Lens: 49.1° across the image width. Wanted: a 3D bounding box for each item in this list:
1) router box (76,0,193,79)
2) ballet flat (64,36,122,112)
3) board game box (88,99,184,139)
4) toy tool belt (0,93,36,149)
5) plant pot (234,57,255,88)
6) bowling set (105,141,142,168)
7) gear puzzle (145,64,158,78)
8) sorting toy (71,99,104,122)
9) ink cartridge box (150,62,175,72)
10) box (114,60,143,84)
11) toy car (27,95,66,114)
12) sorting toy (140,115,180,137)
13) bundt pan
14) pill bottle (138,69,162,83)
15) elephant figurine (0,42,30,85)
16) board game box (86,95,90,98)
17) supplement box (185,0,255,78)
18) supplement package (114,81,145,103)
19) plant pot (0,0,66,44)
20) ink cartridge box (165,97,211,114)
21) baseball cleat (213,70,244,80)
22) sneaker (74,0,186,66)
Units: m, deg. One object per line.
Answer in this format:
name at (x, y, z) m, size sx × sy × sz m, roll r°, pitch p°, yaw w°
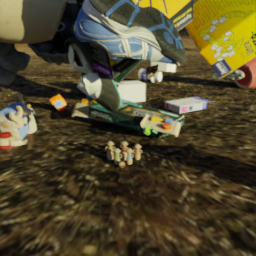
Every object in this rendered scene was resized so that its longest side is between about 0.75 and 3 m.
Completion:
router box at (0.246, -2.240, 4.837) m, size 0.604 × 1.765 × 2.366 m, roll 32°, pitch 60°, yaw 33°
ballet flat at (-0.791, -1.066, 5.578) m, size 0.630 × 0.626 × 1.842 m, roll -12°, pitch 65°, yaw -39°
board game box at (0.266, -0.364, 8.634) m, size 2.488 × 0.350 × 1.683 m, roll 18°, pitch 23°, yaw 30°
toy tool belt at (-3.111, -0.253, 7.518) m, size 1.108 × 1.090 × 1.774 m, roll -1°, pitch 19°, yaw -3°
plant pot at (6.524, -2.888, 14.557) m, size 1.631 × 1.843 × 1.843 m, roll -19°, pitch 25°, yaw -21°
bowling set at (-0.087, 0.572, 6.097) m, size 0.818 × 0.439 × 0.569 m, roll -2°, pitch 18°, yaw -4°
gear puzzle at (0.845, -1.962, 9.934) m, size 0.473 × 0.119 × 0.912 m, roll -17°, pitch -13°, yaw -1°
sorting toy at (-1.181, -0.580, 9.566) m, size 1.367 × 0.246 × 1.835 m, roll 6°, pitch 20°, yaw -8°
ink cartridge box at (1.353, -2.557, 10.896) m, size 0.714 × 0.696 × 1.111 m, roll 13°, pitch 15°, yaw 27°
box at (-0.584, -3.214, 9.333) m, size 2.085 × 2.889 × 0.525 m, roll -38°, pitch 7°, yaw 34°
toy car at (-2.928, -0.659, 10.127) m, size 1.550 × 0.760 × 0.516 m, roll -26°, pitch 72°, yaw -20°
sorting toy at (0.822, -0.045, 7.218) m, size 0.989 × 0.197 × 1.338 m, roll 16°, pitch 23°, yaw 11°
bundt pan at (-1.880, -2.638, 8.037) m, size 2.030 × 2.030 × 0.762 m, roll 1°, pitch -24°, yaw 3°
pill bottle at (1.278, -3.011, 16.264) m, size 1.251 × 0.749 × 0.749 m, roll 10°, pitch 21°, yaw 29°
elephant figurine at (-3.462, -2.755, 7.229) m, size 2.062 × 2.914 × 2.260 m, roll 24°, pitch -35°, yaw -35°
board game box at (-1.220, -1.694, 12.938) m, size 1.326 × 0.371 × 1.298 m, roll 0°, pitch 18°, yaw -1°
supplement box at (3.072, -2.905, 7.199) m, size 2.834 × 1.552 × 1.542 m, roll -33°, pitch -35°, yaw 25°
supplement package at (-0.041, -1.490, 11.668) m, size 1.344 × 0.789 × 0.786 m, roll -7°, pitch 20°, yaw -21°
plant pot at (-1.926, -2.398, 5.472) m, size 1.223 × 1.822 × 1.822 m, roll 21°, pitch 14°, yaw -16°
ink cartridge box at (2.272, -0.874, 10.606) m, size 1.523 × 0.320 × 0.909 m, roll -13°, pitch 23°, yaw -26°
baseball cleat at (3.733, -2.009, 10.328) m, size 1.144 × 0.399 × 0.609 m, roll 7°, pitch 33°, yaw 37°
sneaker at (0.102, -1.341, 4.091) m, size 1.915 × 0.725 × 0.738 m, roll 16°, pitch -34°, yaw -37°
